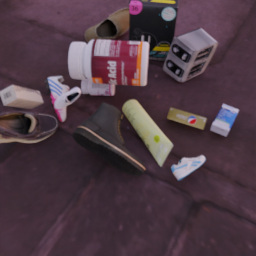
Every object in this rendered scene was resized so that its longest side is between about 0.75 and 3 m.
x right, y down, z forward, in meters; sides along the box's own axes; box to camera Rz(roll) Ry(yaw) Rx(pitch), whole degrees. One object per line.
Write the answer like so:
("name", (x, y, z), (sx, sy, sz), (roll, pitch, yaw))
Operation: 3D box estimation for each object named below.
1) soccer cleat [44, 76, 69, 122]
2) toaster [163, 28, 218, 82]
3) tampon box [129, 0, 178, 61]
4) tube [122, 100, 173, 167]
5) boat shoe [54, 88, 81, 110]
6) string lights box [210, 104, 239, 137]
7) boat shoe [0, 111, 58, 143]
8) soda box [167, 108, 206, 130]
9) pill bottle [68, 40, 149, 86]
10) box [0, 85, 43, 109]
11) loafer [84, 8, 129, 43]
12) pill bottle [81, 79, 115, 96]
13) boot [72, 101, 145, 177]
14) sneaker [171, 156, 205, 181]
("soccer cleat", (-2.398, -1.104, 9.985), (0.783, 0.634, 1.814), (-18, 70, -15))
("toaster", (2.443, -2.858, 10.979), (1.820, 1.646, 1.080), (-28, 65, -30))
("tampon box", (1.019, -4.288, 11.643), (1.857, 2.478, 1.564), (5, 52, 5))
("tube", (0.612, 0.042, 9.246), (0.651, 0.728, 2.508), (-33, 54, -1))
("boat shoe", (-1.910, -0.892, 8.725), (1.005, 0.370, 0.328), (-38, 27, 11))
("string lights box", (3.288, -0.276, 9.533), (0.568, 0.326, 1.105), (25, 55, 21))
("boat shoe", (-3.102, -0.062, 8.528), (0.854, 2.637, 0.948), (-20, 80, 34))
("soda box", (2.029, -0.324, 9.686), (1.289, 0.437, 0.413), (18, 96, 15))
("pill bottle", (-0.637, -2.261, 9.711), (2.621, 1.496, 1.496), (4, 51, 4))
("box", (-3.408, -0.968, 9.052), (0.566, 1.377, 0.471), (-23, 83, 14))
("loafer", (-0.634, -4.572, 12.677), (2.785, 1.059, 0.939), (-39, 27, -17))
("pill bottle", (-1.134, -1.563, 10.615), (1.188, 0.674, 0.674), (2, 51, 5))
("boot", (-0.261, 0.252, 8.708), (2.402, 0.931, 1.662), (35, 55, -1))
("sneaker", (1.836, 1.094, 8.429), (1.197, 0.458, 0.483), (-26, 71, -28))
